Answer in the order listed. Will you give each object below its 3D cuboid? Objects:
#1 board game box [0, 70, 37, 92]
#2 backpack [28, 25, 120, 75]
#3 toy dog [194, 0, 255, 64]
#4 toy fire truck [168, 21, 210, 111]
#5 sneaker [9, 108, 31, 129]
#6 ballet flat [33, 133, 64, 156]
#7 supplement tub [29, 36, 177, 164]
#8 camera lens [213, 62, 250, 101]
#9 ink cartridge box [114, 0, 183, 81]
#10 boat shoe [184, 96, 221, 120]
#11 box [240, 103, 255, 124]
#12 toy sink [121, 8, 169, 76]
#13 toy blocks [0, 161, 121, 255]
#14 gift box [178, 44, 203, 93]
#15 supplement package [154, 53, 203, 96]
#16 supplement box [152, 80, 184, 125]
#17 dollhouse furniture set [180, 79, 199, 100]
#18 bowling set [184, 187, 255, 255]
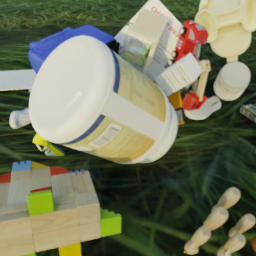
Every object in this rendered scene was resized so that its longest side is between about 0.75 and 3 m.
[{"bbox_3d":[-4.714,-1.954,11.827,2.071,0.268,2.071,-5,32,-7],"label":"board game box"},{"bbox_3d":[-1.456,-1.306,8.165,2.257,2.777,2.331,-31,49,-24],"label":"backpack"},{"bbox_3d":[3.117,-3.416,8.618,1.707,2.372,2.447,-18,38,26],"label":"toy dog"},{"bbox_3d":[1.706,-1.624,7.441,0.490,2.011,1.418,-8,42,-33],"label":"toy fire truck"},{"bbox_3d":[-3.154,-0.369,8.754,0.668,0.502,1.341,-5,20,18],"label":"sneaker"},{"bbox_3d":[-2.057,0.506,7.186,0.355,1.063,0.356,26,71,37],"label":"ballet flat"},{"bbox_3d":[-0.379,-0.383,6.242,2.141,2.141,2.965,33,4,42],"label":"supplement tub"},{"bbox_3d":[3.206,-1.419,8.716,0.913,1.142,0.913,-2,76,6],"label":"camera lens"},{"bbox_3d":[0.519,-2.525,9.507,2.824,2.054,1.186,-45,10,7],"label":"ink cartridge box"},{"bbox_3d":[2.300,-0.552,8.991,1.808,0.641,0.652,-14,77,-41],"label":"boat shoe"},{"bbox_3d":[4.540,-0.427,9.311,1.004,0.278,1.254,-10,32,-14],"label":"box"},{"bbox_3d":[0.400,-2.405,7.909,0.900,1.047,1.607,22,56,2],"label":"toy sink"},{"bbox_3d":[-1.726,1.290,5.090,2.783,1.391,1.902,-7,23,-16],"label":"toy blocks"},{"bbox_3d":[1.933,-2.684,11.385,1.934,2.072,1.911,17,40,23],"label":"gift box"},{"bbox_3d":[1.283,-1.346,7.166,1.000,0.586,0.584,-27,14,49],"label":"supplement package"},{"bbox_3d":[1.176,-0.750,8.439,0.738,1.112,1.097,-15,61,5],"label":"supplement box"},{"bbox_3d":[1.833,-1.203,9.817,1.274,1.211,1.038,-9,57,25],"label":"dollhouse furniture set"},{"bbox_3d":[1.821,1.984,5.042,1.626,0.873,1.132,-28,59,-39],"label":"bowling set"}]
